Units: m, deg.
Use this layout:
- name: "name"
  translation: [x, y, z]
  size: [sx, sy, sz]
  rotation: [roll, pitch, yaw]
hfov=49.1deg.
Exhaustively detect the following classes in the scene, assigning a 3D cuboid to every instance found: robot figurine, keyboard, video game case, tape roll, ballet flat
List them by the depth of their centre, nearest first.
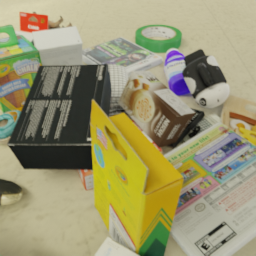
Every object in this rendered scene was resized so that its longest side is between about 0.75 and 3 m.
- name: "video game case"
  translation: [1.665, 1.103, 5.478]
  size: [2.562, 0.283, 2.333]
  rotation: [-29, 43, -15]
- name: "ballet flat"
  translation: [-3.792, 1.550, 6.124]
  size: [2.888, 0.820, 0.960]
  rotation: [-1, 8, -7]
- name: "keyboard"
  translation: [1.567, -0.043, 7.900]
  size: [0.983, 0.210, 1.637]
  rotation: [25, 52, 34]
- name: "robot figurine"
  translation: [2.286, -1.440, 8.425]
  size: [1.317, 1.094, 1.754]
  rotation: [-12, 74, -40]
- name: "video game case"
  translation: [-0.385, -2.877, 11.414]
  size: [2.433, 0.313, 2.677]
  rotation: [-28, 48, -30]
- name: "tape roll"
  translation: [1.355, -4.056, 12.651]
  size: [2.090, 0.502, 2.090]
  rotation: [0, 41, 0]

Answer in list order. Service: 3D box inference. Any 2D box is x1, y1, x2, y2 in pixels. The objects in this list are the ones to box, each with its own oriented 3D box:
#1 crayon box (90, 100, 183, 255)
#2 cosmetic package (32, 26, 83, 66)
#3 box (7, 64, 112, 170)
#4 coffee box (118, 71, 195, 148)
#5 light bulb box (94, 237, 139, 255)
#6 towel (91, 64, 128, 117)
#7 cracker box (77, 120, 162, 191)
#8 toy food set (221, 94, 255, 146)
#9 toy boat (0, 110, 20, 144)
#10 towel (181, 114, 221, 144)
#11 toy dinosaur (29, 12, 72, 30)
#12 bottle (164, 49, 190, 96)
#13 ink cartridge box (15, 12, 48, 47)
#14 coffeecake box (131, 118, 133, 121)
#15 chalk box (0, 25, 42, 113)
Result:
- name: "crayon box"
  translation: [0.027, 1.034, 4.912]
  size: [0.715, 2.817, 1.788]
  rotation: [-18, 44, -24]
- name: "cosmetic package"
  translation: [-2.472, -2.654, 10.027]
  size: [1.530, 1.535, 0.943]
  rotation: [-14, 63, -17]
- name: "box"
  translation: [-1.453, -0.350, 6.818]
  size: [1.876, 1.048, 2.658]
  rotation: [-2, 49, 7]
- name: "coffee box"
  translation: [0.664, -0.529, 7.215]
  size: [0.727, 1.042, 1.823]
  rotation: [-11, 48, -42]
- name: "light bulb box"
  translation: [-0.045, 2.530, 4.491]
  size: [1.105, 1.115, 0.696]
  rotation: [22, 46, 23]
- name: "towel"
  translation: [-1.049, -1.136, 8.881]
  size: [2.189, 0.937, 1.812]
  rotation: [-2, 46, -4]
- name: "cracker box"
  translation: [-0.344, 0.604, 7.136]
  size: [2.038, 0.588, 1.365]
  rotation: [-16, 44, -19]
- name: "toy food set"
  translation: [3.441, 0.001, 7.338]
  size: [1.808, 0.761, 2.519]
  rotation: [19, 35, 8]
- name: "toy boat"
  translation: [-3.113, -0.077, 7.842]
  size: [1.535, 0.713, 1.291]
  rotation: [8, 41, 10]
- name: "towel"
  translation: [2.281, 0.255, 7.781]
  size: [1.575, 0.283, 1.636]
  rotation: [-17, 43, -19]
- name: "toy dinosaur"
  translation: [-3.294, -3.743, 11.808]
  size: [1.831, 1.160, 2.702]
  rotation: [-22, 63, 11]
- name: "bottle"
  translation: [1.799, -2.115, 10.118]
  size: [0.984, 0.769, 2.357]
  rotation: [-14, 40, 10]
- name: "ink cartridge box"
  translation: [-3.960, -3.791, 11.322]
  size: [1.823, 1.582, 0.397]
  rotation: [19, 25, 29]
- name: "coffeecake box"
  translation: [0.606, -0.526, 8.588]
  size: [0.881, 0.419, 1.148]
  rotation: [5, 41, 6]
- name: "chalk box"
  translation: [-3.550, -1.846, 8.590]
  size: [1.501, 2.413, 1.494]
  rotation: [-24, 46, -25]
